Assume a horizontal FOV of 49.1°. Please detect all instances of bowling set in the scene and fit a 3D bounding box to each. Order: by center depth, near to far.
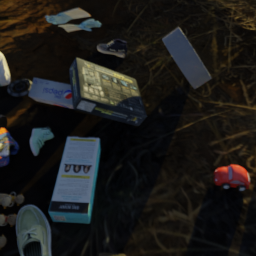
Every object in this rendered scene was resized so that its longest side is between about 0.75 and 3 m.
[{"bbox_3d":[-3.788,2.486,8.097,0.954,1.236,1.777,1,52,-1],"label":"bowling set"}]

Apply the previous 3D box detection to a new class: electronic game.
[{"bbox_3d":[-4.809,-1.787,12.500,1.127,0.234,1.127,1,52,-2],"label":"electronic game"}]

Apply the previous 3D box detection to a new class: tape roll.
[{"bbox_3d":[2.512,-2.954,11.972,0.852,2.578,2.578,-32,47,17],"label":"tape roll"}]

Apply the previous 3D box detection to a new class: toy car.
[{"bbox_3d":[4.629,1.523,9.290,2.821,0.629,2.655,33,56,25],"label":"toy car"}]

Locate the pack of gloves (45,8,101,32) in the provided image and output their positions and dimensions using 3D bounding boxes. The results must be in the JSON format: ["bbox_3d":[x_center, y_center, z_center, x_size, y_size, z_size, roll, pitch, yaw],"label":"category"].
[{"bbox_3d":[-2.721,-5.099,13.861,2.447,0.483,2.055,2,0,31],"label":"pack of gloves"}]

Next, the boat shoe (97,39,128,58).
[{"bbox_3d":[-0.800,-4.199,14.266,1.736,0.805,0.648,17,50,14],"label":"boat shoe"}]

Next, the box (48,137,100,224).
[{"bbox_3d":[-1.643,1.601,9.152,1.171,0.699,2.845,3,49,2],"label":"box"}]

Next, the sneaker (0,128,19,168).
[{"bbox_3d":[-4.452,0.937,9.179,1.027,0.986,2.618,39,30,-9],"label":"sneaker"}]

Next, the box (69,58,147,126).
[{"bbox_3d":[-0.796,-1.369,10.893,2.841,0.725,2.241,14,45,-32],"label":"box"}]

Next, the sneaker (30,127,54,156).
[{"bbox_3d":[-3.158,0.441,10.318,0.766,0.478,1.299,-11,44,-2],"label":"sneaker"}]

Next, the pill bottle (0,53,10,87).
[{"bbox_3d":[-6.701,-2.352,12.167,2.688,1.489,1.489,-13,50,-13],"label":"pill bottle"}]

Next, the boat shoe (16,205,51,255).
[{"bbox_3d":[-2.568,3.170,7.716,0.918,0.791,2.550,-19,51,-16],"label":"boat shoe"}]

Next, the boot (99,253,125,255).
[{"bbox_3d":[0.380,3.860,7.265,2.390,0.880,0.902,4,71,5],"label":"boot"}]

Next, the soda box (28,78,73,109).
[{"bbox_3d":[-2.748,-1.345,11.555,2.489,0.789,0.850,12,81,10],"label":"soda box"}]

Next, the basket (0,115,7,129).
[{"bbox_3d":[-5.443,-0.213,10.666,1.360,0.925,1.226,11,25,4],"label":"basket"}]
